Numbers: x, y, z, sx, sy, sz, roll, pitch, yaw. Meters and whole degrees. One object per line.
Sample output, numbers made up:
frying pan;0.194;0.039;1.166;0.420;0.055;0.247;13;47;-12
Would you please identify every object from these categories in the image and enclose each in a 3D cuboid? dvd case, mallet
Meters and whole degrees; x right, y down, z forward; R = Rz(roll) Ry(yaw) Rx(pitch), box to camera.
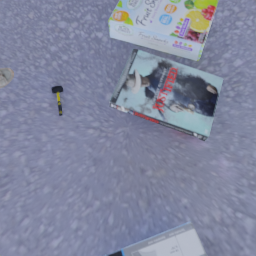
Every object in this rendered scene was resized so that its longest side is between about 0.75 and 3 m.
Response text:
dvd case;1.037;-0.936;7.333;2.591;0.285;1.892;20;66;5
mallet;-1.929;-0.742;7.617;0.303;0.190;0.921;-5;65;-3

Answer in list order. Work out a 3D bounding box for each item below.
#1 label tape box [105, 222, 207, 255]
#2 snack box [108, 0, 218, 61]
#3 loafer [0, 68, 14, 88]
label tape box;0.721;3.390;4.701;2.090;0.917;2.898;-21;62;-2
snack box;1.101;-3.397;8.706;2.872;0.761;2.042;18;63;10
loafer;-3.435;-1.107;6.983;1.226;0.441;0.385;-25;22;2
